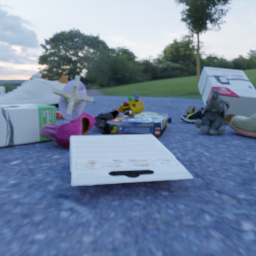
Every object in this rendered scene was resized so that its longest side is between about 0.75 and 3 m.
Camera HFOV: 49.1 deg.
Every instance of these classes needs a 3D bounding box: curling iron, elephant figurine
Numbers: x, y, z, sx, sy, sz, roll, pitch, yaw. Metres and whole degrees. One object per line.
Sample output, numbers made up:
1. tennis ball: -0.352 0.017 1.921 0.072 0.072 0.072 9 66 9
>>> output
1. curling iron: -0.131 0.136 7.005 0.274 0.531 2.141 -49 31 -21
2. elephant figurine: 2.703 -0.547 8.640 0.991 1.401 1.087 5 16 -14

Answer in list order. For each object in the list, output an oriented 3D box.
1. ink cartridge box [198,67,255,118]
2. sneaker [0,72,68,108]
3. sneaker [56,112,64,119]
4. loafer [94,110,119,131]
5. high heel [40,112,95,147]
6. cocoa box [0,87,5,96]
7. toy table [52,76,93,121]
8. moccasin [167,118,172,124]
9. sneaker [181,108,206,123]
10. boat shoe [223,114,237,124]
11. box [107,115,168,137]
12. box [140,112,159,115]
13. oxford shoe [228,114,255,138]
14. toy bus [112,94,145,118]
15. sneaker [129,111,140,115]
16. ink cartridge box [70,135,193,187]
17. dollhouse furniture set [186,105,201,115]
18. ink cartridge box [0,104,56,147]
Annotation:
1. ink cartridge box: 4.412 -1.648 12.603 1.952 1.120 2.687 6 36 -1
2. sneaker: -3.399 -1.161 9.434 2.929 1.240 1.066 -11 -3 -16
3. sneaker: -3.113 -0.543 12.763 0.868 0.334 0.369 -2 17 -4
4. loafer: -0.753 -0.344 9.821 0.667 0.584 1.855 34 12 7
5. high heel: -1.210 0.036 7.502 1.092 0.767 2.277 13 8 21
6. cocoa box: -5.946 -0.785 10.441 1.497 1.473 2.245 7 11 43
7. toy table: -1.347 -0.723 6.863 0.959 1.043 0.611 1 -6 -11
8. moccasin: 1.369 -0.314 11.402 0.806 0.275 0.324 -2 8 -15
9. sneaker: 2.923 -0.512 11.367 1.582 0.655 0.567 6 8 35
10. boat shoe: 4.056 -0.349 11.056 0.412 0.439 1.191 3 11 -36
11. box: 0.411 -0.126 9.324 1.634 0.476 2.387 2 8 13
12. box: 0.974 -0.599 13.527 1.064 0.254 0.649 -5 10 -27
13. oxford shoe: 4.006 -0.204 7.882 0.996 1.038 2.813 -4 9 -25
14. toy bus: 0.085 -0.585 9.042 0.941 0.486 0.888 -34 -15 11
15. sneaker: 0.324 -0.578 12.966 0.531 0.459 1.175 10 14 5
16. ink cartridge box: -0.105 0.619 4.643 1.688 0.522 2.082 -1 18 -11
17. dollhouse furniture set: 3.337 -0.595 12.904 1.226 0.638 1.239 18 17 30
18. ink cartridge box: -3.309 -0.097 7.385 2.292 0.964 1.673 -8 11 -44
